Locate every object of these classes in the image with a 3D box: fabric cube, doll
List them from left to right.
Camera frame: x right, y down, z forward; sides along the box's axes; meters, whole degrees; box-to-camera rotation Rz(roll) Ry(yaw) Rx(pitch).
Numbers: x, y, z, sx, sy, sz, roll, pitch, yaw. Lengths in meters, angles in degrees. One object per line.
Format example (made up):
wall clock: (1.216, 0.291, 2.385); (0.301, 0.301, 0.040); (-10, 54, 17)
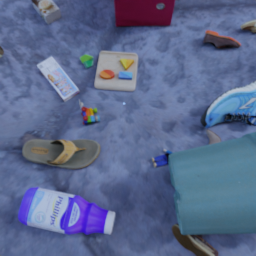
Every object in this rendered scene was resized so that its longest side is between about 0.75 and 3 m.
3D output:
fabric cube: (0.562, -5.313, 10.407); (2.177, 2.142, 2.184); (-1, 68, 0)
doll: (1.217, 0.946, 8.784); (0.915, 0.222, 0.624); (-14, 55, -6)

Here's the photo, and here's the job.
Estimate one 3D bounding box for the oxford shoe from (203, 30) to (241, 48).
oxford shoe: (3.499, -3.184, 10.492); (1.404, 0.500, 0.509); (20, 99, 3)

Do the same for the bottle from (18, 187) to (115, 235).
bottle: (-1.673, 2.402, 7.824); (2.565, 0.837, 1.071); (11, 72, 5)

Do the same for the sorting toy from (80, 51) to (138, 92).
sorting toy: (-0.743, -2.104, 10.034); (2.113, 0.311, 1.562); (5, 67, 1)

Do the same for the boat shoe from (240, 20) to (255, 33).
boat shoe: (4.916, -3.860, 10.694); (1.233, 0.456, 0.409); (-9, 88, -4)

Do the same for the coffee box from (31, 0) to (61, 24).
coffee box: (-3.248, -4.737, 11.075); (0.651, 0.454, 1.139); (-36, 72, -14)

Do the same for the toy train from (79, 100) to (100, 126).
toy train: (-1.293, -0.583, 9.369); (0.562, 0.411, 0.972); (-8, 67, -15)

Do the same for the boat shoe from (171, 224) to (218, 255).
boat shoe: (1.865, 3.133, 7.782); (1.402, 0.506, 0.505); (34, 40, 24)

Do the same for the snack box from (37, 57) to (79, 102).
snack box: (-2.494, -1.747, 9.933); (0.641, 0.217, 1.782); (-35, 71, -14)

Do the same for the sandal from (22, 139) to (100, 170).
sandal: (-2.112, 0.708, 8.645); (2.463, 0.665, 0.989); (4, 67, 2)

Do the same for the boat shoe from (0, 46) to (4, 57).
boat shoe: (-5.639, -3.210, 10.253); (1.062, 0.999, 2.789); (-45, 65, -6)

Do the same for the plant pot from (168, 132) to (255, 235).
plant pot: (2.580, 1.532, 7.306); (2.800, 2.859, 2.859); (-8, 67, 4)

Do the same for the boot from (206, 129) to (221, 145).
boot: (2.651, 0.624, 8.862); (0.743, 0.357, 1.016); (-41, 72, -14)

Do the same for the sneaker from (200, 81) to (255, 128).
sneaker: (3.696, -0.604, 8.991); (2.850, 1.117, 1.282); (-23, 72, -9)
